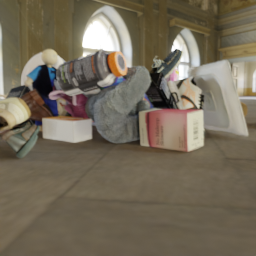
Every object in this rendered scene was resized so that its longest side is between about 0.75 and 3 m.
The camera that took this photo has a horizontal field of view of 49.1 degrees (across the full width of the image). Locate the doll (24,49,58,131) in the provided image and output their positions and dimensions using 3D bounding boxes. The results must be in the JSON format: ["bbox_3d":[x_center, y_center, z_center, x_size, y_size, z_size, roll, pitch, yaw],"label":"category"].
[{"bbox_3d":[-2.883,-1.362,10.149,0.698,2.881,1.966,4,5,30],"label":"doll"}]

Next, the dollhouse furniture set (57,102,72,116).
[{"bbox_3d":[-2.321,-0.735,11.565,1.071,1.083,0.558,4,41,-37],"label":"dollhouse furniture set"}]

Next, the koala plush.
[{"bbox_3d":[-0.533,-0.582,8.399,2.089,2.016,2.273,-36,29,-29],"label":"koala plush"}]

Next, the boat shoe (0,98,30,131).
[{"bbox_3d":[-3.325,-0.237,6.867,2.164,0.781,0.703,-4,33,35],"label":"boat shoe"}]

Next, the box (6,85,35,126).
[{"bbox_3d":[-3.829,-0.759,10.163,0.706,1.139,1.119,-12,39,12],"label":"box"}]

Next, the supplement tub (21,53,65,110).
[{"bbox_3d":[-3.048,-1.837,12.686,2.146,2.146,2.972,4,-12,25],"label":"supplement tub"}]

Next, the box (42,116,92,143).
[{"bbox_3d":[-1.850,0.020,8.482,1.298,0.633,0.807,6,10,32],"label":"box"}]

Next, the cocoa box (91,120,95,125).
[{"bbox_3d":[-1.250,-0.462,11.903,0.831,0.545,0.554,0,28,-3],"label":"cocoa box"}]

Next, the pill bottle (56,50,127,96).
[{"bbox_3d":[-0.978,-1.551,7.767,1.859,0.987,0.987,-11,2,26],"label":"pill bottle"}]

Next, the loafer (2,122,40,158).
[{"bbox_3d":[-2.570,0.140,6.738,0.628,0.717,1.997,41,-4,-20],"label":"loafer"}]

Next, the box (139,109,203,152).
[{"bbox_3d":[1.091,0.016,7.208,1.475,0.943,0.804,4,11,41],"label":"box"}]

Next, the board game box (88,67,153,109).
[{"bbox_3d":[-0.307,-0.971,10.028,1.890,0.629,2.811,4,-28,29],"label":"board game box"}]

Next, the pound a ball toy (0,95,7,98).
[{"bbox_3d":[-5.016,-0.776,10.946,1.854,1.209,0.788,9,5,8],"label":"pound a ball toy"}]

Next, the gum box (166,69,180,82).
[{"bbox_3d":[1.930,-2.099,13.344,0.801,1.375,2.424,2,8,16],"label":"gum box"}]

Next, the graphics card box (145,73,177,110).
[{"bbox_3d":[0.892,-1.026,10.810,1.760,0.714,2.806,5,-24,31],"label":"graphics card box"}]

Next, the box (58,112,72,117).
[{"bbox_3d":[-2.812,-0.446,12.183,0.754,0.560,0.469,-2,8,-12],"label":"box"}]

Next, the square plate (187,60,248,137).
[{"bbox_3d":[2.715,-0.885,9.043,0.334,2.347,2.325,-22,12,-14],"label":"square plate"}]

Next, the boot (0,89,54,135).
[{"bbox_3d":[-3.523,-0.158,9.291,2.023,1.886,0.650,-31,41,-7],"label":"boot"}]

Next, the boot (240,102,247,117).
[{"bbox_3d":[4.754,-0.887,14.860,2.509,0.962,1.948,-9,5,-12],"label":"boot"}]

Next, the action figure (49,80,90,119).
[{"bbox_3d":[-1.724,-0.897,10.466,1.620,2.419,1.801,-7,39,8],"label":"action figure"}]

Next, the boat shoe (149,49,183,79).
[{"bbox_3d":[1.252,-2.385,11.620,0.773,2.500,0.936,40,8,-18],"label":"boat shoe"}]

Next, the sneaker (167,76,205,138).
[{"bbox_3d":[1.918,-0.713,8.469,0.959,2.398,0.884,-20,-37,9],"label":"sneaker"}]
